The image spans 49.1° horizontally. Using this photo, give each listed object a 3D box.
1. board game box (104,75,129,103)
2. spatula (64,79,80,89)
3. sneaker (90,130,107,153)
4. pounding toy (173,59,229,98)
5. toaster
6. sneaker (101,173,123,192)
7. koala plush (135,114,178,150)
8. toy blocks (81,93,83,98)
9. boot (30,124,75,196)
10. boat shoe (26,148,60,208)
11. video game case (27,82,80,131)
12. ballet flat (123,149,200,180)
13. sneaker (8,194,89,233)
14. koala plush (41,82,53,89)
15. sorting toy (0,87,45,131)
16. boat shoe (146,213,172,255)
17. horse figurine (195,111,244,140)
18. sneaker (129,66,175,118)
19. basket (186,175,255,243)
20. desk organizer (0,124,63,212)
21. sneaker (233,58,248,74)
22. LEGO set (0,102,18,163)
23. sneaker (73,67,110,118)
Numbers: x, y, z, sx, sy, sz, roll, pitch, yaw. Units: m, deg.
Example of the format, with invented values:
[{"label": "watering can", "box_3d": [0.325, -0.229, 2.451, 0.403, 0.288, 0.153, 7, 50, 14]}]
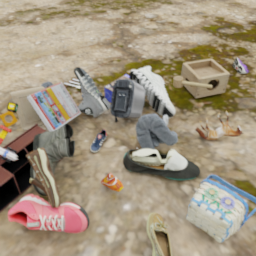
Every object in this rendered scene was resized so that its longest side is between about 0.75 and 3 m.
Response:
[{"label": "board game box", "box_3d": [-0.156, -1.593, 12.241, 1.126, 0.684, 1.413, 30, 49, 30]}, {"label": "spatula", "box_3d": [-2.338, -2.064, 13.209, 1.220, 0.098, 0.849, 17, 37, 26]}, {"label": "sneaker", "box_3d": [-1.058, 0.437, 10.016, 0.366, 0.413, 0.978, 21, 48, 6]}, {"label": "pounding toy", "box_3d": [3.051, -1.906, 12.273, 2.453, 1.122, 2.155, -12, 42, -14]}, {"label": "toaster", "box_3d": [0.007, -1.008, 10.842, 0.991, 1.743, 1.126, 9, 3, 33]}, {"label": "sneaker", "box_3d": [-0.494, 1.669, 8.369, 0.446, 0.471, 1.221, -43, 13, -10]}, {"label": "koala plush", "box_3d": [0.951, 0.039, 9.905, 1.319, 1.367, 1.488, -30, 6, 19]}, {"label": "toy blocks", "box_3d": [-1.805, -1.485, 12.385, 0.577, 0.422, 0.844, -28, 58, -11]}, {"label": "boot", "box_3d": [-2.178, 0.919, 8.287, 1.317, 0.683, 2.017, -16, 70, 26]}, {"label": "boat shoe", "box_3d": [-2.221, 1.333, 7.197, 0.599, 0.598, 1.620, -16, 66, -21]}, {"label": "video game case", "box_3d": [-2.589, -0.792, 10.104, 0.174, 1.425, 1.994, -26, 11, 26]}, {"label": "ballet flat", "box_3d": [1.068, 1.120, 8.932, 2.526, 0.864, 0.859, 4, 42, 4]}, {"label": "sneaker", "box_3d": [-2.075, 2.368, 7.149, 2.200, 0.811, 0.954, 6, 11, 19]}, {"label": "koala plush", "box_3d": [-3.477, -1.503, 11.998, 0.702, 0.792, 0.727, 14, 55, -15]}, {"label": "sorting toy", "box_3d": [-3.434, -0.705, 10.027, 0.337, 1.392, 2.472, -12, 7, 46]}, {"label": "boat shoe", "box_3d": [0.830, 2.744, 6.922, 0.549, 0.469, 1.497, 13, 41, -22]}, {"label": "horse figurine", "box_3d": [3.256, 0.041, 10.259, 1.552, 0.387, 1.029, -21, 78, 9]}, {"label": "sneaker", "box_3d": [1.151, -1.534, 11.333, 1.054, 0.978, 2.602, -28, 69, -23]}, {"label": "basket", "box_3d": [2.536, 2.067, 7.543, 1.547, 1.220, 1.755, 27, 35, 31]}, {"label": "desk organizer", "box_3d": [-3.450, 1.222, 8.695, 1.121, 1.044, 2.911, 25, 46, 23]}, {"label": "sneaker", "box_3d": [5.755, -3.130, 14.344, 0.495, 0.479, 1.188, 6, 47, -17]}, {"label": "LEGO set", "box_3d": [-4.434, 0.238, 7.903, 2.893, 0.710, 2.161, -19, 85, -13]}, {"label": "sneaker", "box_3d": [-1.763, -1.272, 11.113, 1.210, 2.096, 0.786, -35, 4, 21]}]
